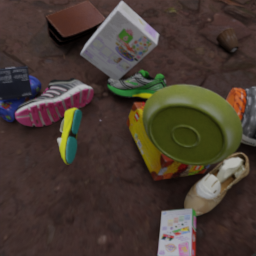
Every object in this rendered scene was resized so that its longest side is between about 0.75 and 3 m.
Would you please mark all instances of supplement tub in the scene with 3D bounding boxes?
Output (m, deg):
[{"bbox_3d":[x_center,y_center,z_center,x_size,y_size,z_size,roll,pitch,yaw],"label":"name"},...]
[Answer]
[{"bbox_3d":[4.325,-0.192,8.201,2.843,1.741,1.741,13,52,6],"label":"supplement tub"}]

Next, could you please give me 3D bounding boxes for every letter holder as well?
[{"bbox_3d":[-2.183,-4.296,12.034,2.119,1.066,1.506,-33,69,-23],"label":"letter holder"}]

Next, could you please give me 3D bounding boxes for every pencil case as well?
[{"bbox_3d":[-3.794,-1.032,9.673,0.798,0.717,1.837,20,53,11],"label":"pencil case"}]

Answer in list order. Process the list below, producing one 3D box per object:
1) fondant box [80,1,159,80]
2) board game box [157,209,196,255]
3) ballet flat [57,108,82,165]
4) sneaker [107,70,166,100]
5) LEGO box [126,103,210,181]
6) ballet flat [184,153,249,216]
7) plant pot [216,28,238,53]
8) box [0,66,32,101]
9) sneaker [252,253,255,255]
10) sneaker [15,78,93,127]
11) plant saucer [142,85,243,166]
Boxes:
[{"bbox_3d":[-0.329,-2.881,9.743,1.680,2.328,0.678,35,47,-22],"label":"fondant box"},{"bbox_3d":[1.176,2.541,6.719,0.861,0.227,1.125,-15,44,31],"label":"board game box"},{"bbox_3d":[-1.552,0.201,7.191,0.498,0.497,1.487,1,72,22],"label":"ballet flat"},{"bbox_3d":[0.294,-1.553,9.712,2.240,0.954,0.874,8,19,23],"label":"sneaker"},{"bbox_3d":[1.166,0.300,8.144,1.681,0.871,2.257,-3,46,-26],"label":"LEGO box"},{"bbox_3d":[2.416,1.413,7.617,2.404,0.785,0.848,-35,48,-25],"label":"ballet flat"},{"bbox_3d":[4.290,-3.619,11.850,0.786,0.786,0.841,-16,68,-12],"label":"plant pot"},{"bbox_3d":[-3.687,-1.429,8.915,1.044,0.951,0.544,-12,18,-25],"label":"box"},{"bbox_3d":[2.814,3.597,5.789,2.355,1.044,0.906,-47,20,-23],"label":"sneaker"},{"bbox_3d":[-2.564,-0.957,9.493,2.677,0.987,1.171,-28,51,-22],"label":"sneaker"},{"bbox_3d":[1.223,0.096,5.813,2.119,2.119,0.329,19,47,15],"label":"plant saucer"}]
